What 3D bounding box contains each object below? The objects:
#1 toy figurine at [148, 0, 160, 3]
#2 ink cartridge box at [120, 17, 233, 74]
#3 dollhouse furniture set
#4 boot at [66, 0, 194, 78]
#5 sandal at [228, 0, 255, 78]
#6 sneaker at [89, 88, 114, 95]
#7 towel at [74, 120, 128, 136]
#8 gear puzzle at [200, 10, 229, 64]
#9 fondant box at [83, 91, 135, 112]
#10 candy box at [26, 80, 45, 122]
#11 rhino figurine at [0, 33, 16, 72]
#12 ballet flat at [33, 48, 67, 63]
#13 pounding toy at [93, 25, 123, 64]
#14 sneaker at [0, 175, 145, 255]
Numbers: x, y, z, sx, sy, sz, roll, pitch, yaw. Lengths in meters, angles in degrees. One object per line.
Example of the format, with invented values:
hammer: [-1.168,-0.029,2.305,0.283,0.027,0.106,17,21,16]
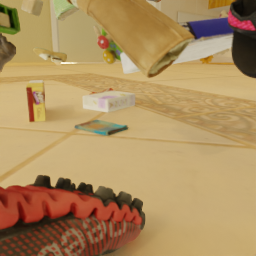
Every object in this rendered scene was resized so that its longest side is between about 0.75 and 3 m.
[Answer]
toy figurine: [0.540,-3.472,8.589,0.871,1.251,1.232,-1,-9,-27]
ink cartridge box: [1.573,-1.907,6.021,2.721,0.553,2.726,-17,7,-27]
dollhouse furniture set: [-1.877,-2.638,5.306,2.519,1.259,0.973,-12,-3,31]
boot: [0.192,-1.839,4.233,1.723,0.650,1.967,-41,74,-17]
sandal: [1.817,-1.754,4.000,0.569,2.525,0.948,30,-36,-35]
sneaker: [-1.140,-1.299,11.819,1.259,0.485,0.459,-9,54,10]
towel: [-0.744,-0.035,7.745,1.240,0.135,0.909,12,19,37]
gear puzzle: [3.131,-2.993,9.607,0.963,1.859,0.243,36,10,20]
fondant box: [-0.690,-1.024,10.562,1.212,0.489,1.680,11,20,34]
candy box: [-2.986,-0.931,9.166,0.522,1.079,1.849,-4,16,-14]
rhino figurine: [-3.282,-1.580,6.706,0.630,1.442,0.431,38,9,-45]
ballet flat: [-2.570,-2.379,9.237,1.079,0.340,0.370,6,-8,-20]
pounding toy: [-0.547,-2.291,7.888,0.801,1.333,1.727,-40,26,-21]
sneaker: [-0.861,1.069,2.489,0.934,1.292,2.644,-2,-13,43]
